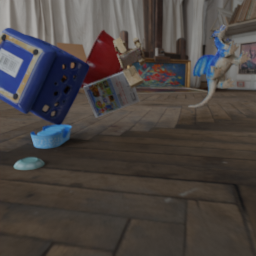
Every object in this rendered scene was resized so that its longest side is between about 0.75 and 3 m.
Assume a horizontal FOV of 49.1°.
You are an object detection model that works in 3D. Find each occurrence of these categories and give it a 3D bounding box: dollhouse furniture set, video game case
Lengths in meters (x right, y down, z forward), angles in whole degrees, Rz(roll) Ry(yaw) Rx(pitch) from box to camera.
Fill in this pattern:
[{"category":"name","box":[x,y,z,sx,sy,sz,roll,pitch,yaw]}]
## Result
[{"category":"dollhouse furniture set","box":[0.171,-2.150,8.986,0.849,0.725,1.639,-26,-30,0]},{"category":"video game case","box":[-0.693,-1.438,11.922,2.032,1.455,0.183,-20,22,0]}]

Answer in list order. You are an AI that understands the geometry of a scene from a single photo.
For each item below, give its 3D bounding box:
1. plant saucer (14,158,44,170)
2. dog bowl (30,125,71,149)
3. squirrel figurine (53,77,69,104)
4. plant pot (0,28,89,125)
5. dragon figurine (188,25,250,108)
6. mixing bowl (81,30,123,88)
[{"category":"plant saucer","box":[-3.237,1.133,9.163,0.958,0.185,0.958,0,11,0]},{"category":"dog bowl","box":[-3.239,0.344,11.981,1.275,0.567,2.288,2,13,8]},{"category":"squirrel figurine","box":[-2.637,-1.600,9.722,1.397,1.303,0.988,31,-16,-5]},{"category":"plant pot","box":[-3.077,-1.697,9.027,2.394,2.394,2.152,29,6,20]},{"category":"dragon figurine","box":[2.583,-1.746,8.449,0.865,2.938,1.460,29,-1,-20]},{"category":"mixing bowl","box":[-0.971,-2.779,12.630,1.499,2.767,2.767,25,11,-4]}]
